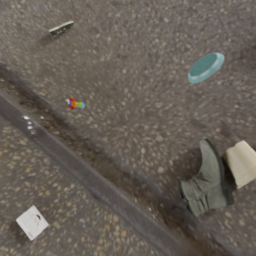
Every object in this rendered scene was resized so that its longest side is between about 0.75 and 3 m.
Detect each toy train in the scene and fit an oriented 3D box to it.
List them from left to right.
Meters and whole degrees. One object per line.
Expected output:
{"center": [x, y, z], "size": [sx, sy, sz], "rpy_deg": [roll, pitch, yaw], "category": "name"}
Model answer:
{"center": [-1.871, -0.850, 9.911], "size": [0.501, 0.866, 0.366], "rpy_deg": [7, 86, 2], "category": "toy train"}

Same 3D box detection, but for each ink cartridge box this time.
{"center": [-3.287, 3.265, 9.681], "size": [0.774, 0.196, 0.878], "rpy_deg": [-40, 81, -7], "category": "ink cartridge box"}

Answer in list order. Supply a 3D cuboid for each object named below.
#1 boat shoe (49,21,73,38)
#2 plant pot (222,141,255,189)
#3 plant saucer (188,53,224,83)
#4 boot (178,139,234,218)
{"center": [-2.630, -3.958, 11.201], "size": [1.041, 0.381, 0.326], "rpy_deg": [-34, 118, -17], "category": "boat shoe"}
{"center": [3.989, 1.209, 9.665], "size": [1.370, 1.370, 1.254], "rpy_deg": [-28, 67, -6], "category": "plant pot"}
{"center": [2.409, -1.937, 8.864], "size": [0.175, 1.279, 1.279], "rpy_deg": [43, 80, -23], "category": "plant saucer"}
{"center": [2.492, 1.726, 9.734], "size": [1.643, 0.852, 2.515], "rpy_deg": [-16, 77, 2], "category": "boot"}
